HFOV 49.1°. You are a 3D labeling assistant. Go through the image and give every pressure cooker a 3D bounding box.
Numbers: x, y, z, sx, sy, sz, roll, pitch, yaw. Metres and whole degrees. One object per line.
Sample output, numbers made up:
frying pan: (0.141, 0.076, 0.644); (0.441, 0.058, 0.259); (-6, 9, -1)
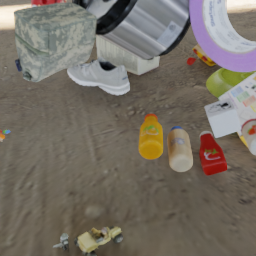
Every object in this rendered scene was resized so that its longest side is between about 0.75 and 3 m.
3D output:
pressure cooker: (0.039, -3.001, 6.493); (2.501, 2.200, 2.234); (16, -6, -40)

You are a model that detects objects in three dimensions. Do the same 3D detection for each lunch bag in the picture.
lunch bag: (-1.224, -1.414, 4.716); (0.879, 1.058, 1.261); (34, 46, 24)

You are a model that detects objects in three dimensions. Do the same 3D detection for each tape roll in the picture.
tape roll: (2.354, -2.374, 5.514); (0.788, 2.402, 2.402); (-28, 42, -26)

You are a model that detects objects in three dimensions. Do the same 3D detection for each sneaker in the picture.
sneaker: (-0.989, -1.935, 9.328); (2.498, 1.024, 0.934); (19, 38, 27)

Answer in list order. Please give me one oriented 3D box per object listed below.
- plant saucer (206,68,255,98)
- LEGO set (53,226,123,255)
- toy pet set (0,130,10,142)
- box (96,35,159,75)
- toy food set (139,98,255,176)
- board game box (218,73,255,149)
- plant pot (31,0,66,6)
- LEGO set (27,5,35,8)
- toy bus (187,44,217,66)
plant saucer: (4.115, -1.489, 9.186); (2.964, 0.460, 2.964); (0, 34, 0)
LEGO set: (-0.421, 2.215, 3.315); (1.770, 0.772, 2.725); (-16, 37, -22)
toy pet set: (-3.087, 0.370, 6.408); (0.726, 0.413, 0.778); (-26, 15, -35)
box: (-0.024, -3.117, 10.740); (2.251, 1.439, 1.226); (27, 42, 35)
toy food set: (1.735, 0.015, 5.915); (2.871, 1.371, 1.292); (-21, 29, 17)
board game box: (3.641, -0.864, 6.745); (2.572, 0.519, 1.968); (-36, 26, 23)
plant pot: (-4.543, -7.053, 16.393); (1.684, 1.849, 1.849); (9, 34, -3)
LEGO set: (-2.401, -2.963, 8.174); (0.711, 0.575, 1.546); (-15, -6, 26)
toy bus: (3.270, -2.875, 10.901); (1.589, 0.870, 1.684); (-5, 54, 50)
